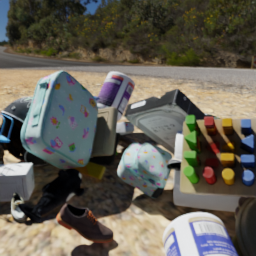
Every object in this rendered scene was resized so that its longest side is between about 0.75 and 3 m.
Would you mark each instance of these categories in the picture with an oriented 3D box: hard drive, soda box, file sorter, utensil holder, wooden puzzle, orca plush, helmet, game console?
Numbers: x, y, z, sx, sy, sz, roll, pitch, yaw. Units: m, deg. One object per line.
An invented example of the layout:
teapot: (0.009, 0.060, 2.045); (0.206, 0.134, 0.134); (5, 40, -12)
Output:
hard drive: (1.415, 0.068, 7.746); (2.676, 0.506, 1.870); (36, -30, -32)
soda box: (-0.298, 0.044, 10.816); (0.439, 0.410, 1.288); (-3, -6, -35)
file sorter: (-3.793, -0.066, 7.481); (0.770, 0.680, 1.109); (22, 5, 33)
utensil holder: (2.244, 0.967, 6.478); (2.261, 1.922, 1.922); (2, 17, 13)
wooden puzzle: (-1.158, 0.204, 8.816); (1.857, 2.753, 0.322); (2, -23, 27)
orca plush: (-1.821, 1.395, 6.966); (1.110, 0.750, 2.110); (11, 19, 31)
helmet: (-2.987, 0.016, 8.859); (2.070, 1.974, 2.070); (15, 9, -2)
game console: (-1.003, 0.636, 9.468); (1.860, 1.636, 1.083); (0, -29, 24)

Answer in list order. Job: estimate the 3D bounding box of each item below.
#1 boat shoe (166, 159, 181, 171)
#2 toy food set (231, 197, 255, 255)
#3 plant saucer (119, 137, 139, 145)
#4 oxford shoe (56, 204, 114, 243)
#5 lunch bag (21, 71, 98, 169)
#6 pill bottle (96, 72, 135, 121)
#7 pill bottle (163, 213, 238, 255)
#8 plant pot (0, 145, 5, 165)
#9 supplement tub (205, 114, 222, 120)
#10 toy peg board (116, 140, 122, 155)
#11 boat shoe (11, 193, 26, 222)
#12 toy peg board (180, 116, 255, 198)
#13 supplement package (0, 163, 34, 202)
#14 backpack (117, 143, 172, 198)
boat shoe: (1.131, 0.786, 5.527); (0.798, 0.290, 0.250); (5, 16, 34)
toy food set: (2.550, 1.869, 4.581); (1.856, 0.540, 2.688); (-2, 49, -2)
plant saucer: (-0.005, 0.486, 10.084); (1.081, 0.198, 1.081); (23, -5, 2)
oxford shoe: (-0.773, 1.837, 5.393); (1.173, 0.425, 0.417); (25, 20, -8)
lunch bag: (-1.873, -0.257, 7.951); (0.975, 2.529, 2.028); (-16, -36, 32)
pill bottle: (-0.708, -1.084, 12.038); (1.314, 2.359, 1.314); (22, -13, 6)
pill bottle: (1.105, 2.119, 3.785); (1.017, 1.017, 1.700); (-1, 30, -3)
plant pot: (-4.516, 0.784, 7.668); (1.721, 1.738, 1.738); (13, 20, 18)
supplement tub: (3.150, 0.238, 9.898); (1.207, 1.207, 1.970); (-5, 15, -15)
toy peg board: (-0.913, 0.741, 9.646); (1.042, 0.510, 1.037); (11, 23, 33)
boat shoe: (-2.515, 1.788, 6.358); (0.290, 0.266, 0.777); (-3, 28, -35)
toy peg board: (1.597, 0.413, 4.904); (1.423, 1.429, 0.699); (-2, -23, 23)
supplement package: (-3.128, 1.372, 7.073); (1.299, 0.739, 0.711); (-1, 16, -6)
backpack: (0.425, 0.982, 7.100); (1.297, 0.994, 1.140); (22, 43, 10)
